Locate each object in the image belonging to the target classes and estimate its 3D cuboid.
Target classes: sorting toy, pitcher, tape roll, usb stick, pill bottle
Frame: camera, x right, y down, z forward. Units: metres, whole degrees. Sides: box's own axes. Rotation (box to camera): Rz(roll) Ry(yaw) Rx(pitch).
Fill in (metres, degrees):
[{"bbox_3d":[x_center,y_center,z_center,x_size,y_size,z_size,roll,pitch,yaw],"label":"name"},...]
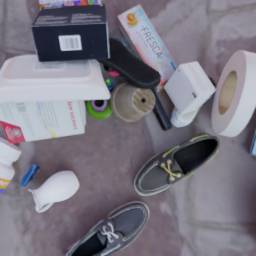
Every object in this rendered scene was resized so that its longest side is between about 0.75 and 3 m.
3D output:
[{"bbox_3d":[-0.484,-0.945,8.401,1.716,0.705,1.031,-18,78,-4],"label":"sorting toy"},{"bbox_3d":[-2.054,1.820,7.876,1.257,1.078,0.762,-26,57,-29],"label":"pitcher"},{"bbox_3d":[2.841,-0.899,7.541,0.424,2.319,2.319,13,80,1],"label":"tape roll"},{"bbox_3d":[0.864,-0.674,8.499,0.271,0.461,1.663,-22,80,-13],"label":"usb stick"},{"bbox_3d":[-3.994,1.401,7.668,1.311,1.311,2.340,31,82,5],"label":"pill bottle"}]

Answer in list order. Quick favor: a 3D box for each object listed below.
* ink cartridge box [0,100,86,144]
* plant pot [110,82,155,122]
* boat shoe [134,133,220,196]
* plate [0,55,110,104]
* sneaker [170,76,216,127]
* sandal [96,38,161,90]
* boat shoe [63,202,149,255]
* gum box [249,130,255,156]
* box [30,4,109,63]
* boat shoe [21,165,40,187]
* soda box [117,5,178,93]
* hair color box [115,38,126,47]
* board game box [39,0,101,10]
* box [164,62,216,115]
[{"bbox_3d":[-2.300,-0.687,7.697,2.079,1.504,1.511,-7,121,-2],"label":"ink cartridge box"},{"bbox_3d":[0.210,-0.747,8.001,1.202,1.043,1.202,-2,94,-25],"label":"plant pot"},{"bbox_3d":[1.357,1.010,7.977,2.742,0.826,0.977,-33,85,-5],"label":"boat shoe"},{"bbox_3d":[-2.073,-1.453,7.433,2.878,2.884,0.466,-4,120,-10],"label":"plate"},{"bbox_3d":[1.936,-0.830,8.457,0.724,0.730,2.016,46,68,-8],"label":"sneaker"},{"bbox_3d":[-0.208,-1.813,8.216,1.056,0.634,2.811,-32,58,-24],"label":"sandal"},{"bbox_3d":[-0.569,3.026,7.589,2.790,0.875,1.014,-34,81,-6],"label":"boat shoe"},{"bbox_3d":[5.057,0.059,7.937,2.549,0.568,2.166,15,84,17],"label":"gum box"},{"bbox_3d":[-1.503,-2.678,7.810,1.919,0.999,1.747,-3,39,-3],"label":"box"},{"bbox_3d":[-2.761,1.402,7.959,0.771,0.265,0.325,-47,51,17],"label":"boat shoe"},{"bbox_3d":[0.620,-2.387,8.587,0.808,0.869,2.541,-28,81,-2],"label":"soda box"},{"bbox_3d":[-0.421,-2.405,8.922,0.398,0.244,0.804,27,81,5],"label":"hair color box"},{"bbox_3d":[-1.802,-3.532,9.034,1.943,0.435,1.306,-7,80,-1],"label":"board game box"},{"bbox_3d":[1.633,-1.063,7.570,0.653,1.000,0.995,-16,69,-29],"label":"box"}]
